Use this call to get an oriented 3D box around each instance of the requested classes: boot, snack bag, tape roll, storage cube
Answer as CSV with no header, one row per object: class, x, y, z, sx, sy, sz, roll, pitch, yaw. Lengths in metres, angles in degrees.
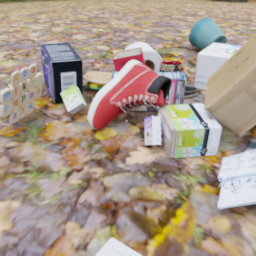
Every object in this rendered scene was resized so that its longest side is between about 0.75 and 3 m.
boot,2.160,-2.108,12.199,1.979,1.490,0.724,4,31,0
snack bag,3.295,1.072,6.860,2.286,0.260,2.425,-21,13,32
tape roll,0.636,-3.060,13.466,1.785,1.785,1.225,-10,37,-16
boot,0.075,-0.809,9.470,2.088,1.048,2.895,38,86,36
storage cube,0.095,-2.568,11.846,1.176,1.237,1.376,-9,29,10

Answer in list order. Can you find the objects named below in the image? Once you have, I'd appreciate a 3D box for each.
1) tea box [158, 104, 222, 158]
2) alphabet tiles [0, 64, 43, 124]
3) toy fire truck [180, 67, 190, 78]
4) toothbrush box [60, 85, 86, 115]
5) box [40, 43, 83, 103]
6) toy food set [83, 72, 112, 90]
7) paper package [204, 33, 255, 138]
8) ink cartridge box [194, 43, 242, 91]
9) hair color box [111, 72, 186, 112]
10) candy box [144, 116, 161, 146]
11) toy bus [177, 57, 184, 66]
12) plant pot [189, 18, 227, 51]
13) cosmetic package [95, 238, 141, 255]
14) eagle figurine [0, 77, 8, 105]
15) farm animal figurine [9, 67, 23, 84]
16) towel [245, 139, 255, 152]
tea box,1.868,0.057,8.995,1.576,1.070,1.602,-5,32,-7
alphabet tiles,-3.846,-1.236,10.209,0.156,2.092,2.139,26,36,11
toy fire truck,2.626,-2.881,14.503,1.072,0.689,0.943,8,30,33
toothbrush box,-2.136,-1.100,10.907,0.668,0.395,0.918,-31,68,9
box,-2.951,-2.514,12.409,1.321,1.874,2.532,-10,34,-22
toy food set,-1.148,-2.198,12.946,1.991,0.489,2.011,-1,23,-21
paper package,3.921,-1.567,8.678,1.472,2.846,2.713,38,35,-7
ink cartridge box,4.389,-2.854,13.266,1.703,1.695,2.321,16,34,27
hair color box,0.770,-1.442,11.172,2.844,1.422,0.861,1,30,4
candy box,0.769,0.108,8.828,0.319,0.893,0.749,0,-4,-14
toy bus,2.778,-3.505,15.543,0.990,0.512,0.934,-33,10,-1
plant pot,5.306,-5.808,18.261,1.979,1.979,1.859,-15,49,-23
cosmetic package,-0.206,2.829,4.136,1.290,1.282,1.542,20,35,30
eagle figurine,-5.651,-1.361,11.217,1.543,1.534,2.033,-30,54,2
farm animal figurine,-4.908,-2.185,13.210,1.253,0.780,1.552,17,26,-8
towel,4.352,0.776,8.719,1.220,0.211,1.175,17,32,30
